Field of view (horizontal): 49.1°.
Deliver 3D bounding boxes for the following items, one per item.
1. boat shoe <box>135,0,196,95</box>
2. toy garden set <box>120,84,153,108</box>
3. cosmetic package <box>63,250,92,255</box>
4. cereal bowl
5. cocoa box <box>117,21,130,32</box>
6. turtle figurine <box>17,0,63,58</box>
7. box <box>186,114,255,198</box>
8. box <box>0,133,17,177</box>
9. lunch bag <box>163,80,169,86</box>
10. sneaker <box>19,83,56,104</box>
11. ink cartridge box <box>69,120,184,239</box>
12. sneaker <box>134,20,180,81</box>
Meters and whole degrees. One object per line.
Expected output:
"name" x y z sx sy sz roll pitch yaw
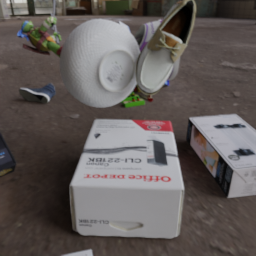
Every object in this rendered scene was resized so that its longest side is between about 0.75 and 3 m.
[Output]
"boat shoe" 0.854 -1.906 6.441 0.882 2.360 0.807 23 -7 -8
"toy garden set" 0.278 -1.556 12.397 1.661 0.398 1.992 -11 29 -20
"cosmetic package" -1.025 2.693 4.132 1.231 0.422 1.633 -5 27 -15
"cereal bowl" -0.489 -1.465 6.777 2.150 2.150 0.895 -19 32 -32
"cocoa box" -0.470 -3.974 12.208 1.041 0.694 0.683 -29 -20 31
"turtle figurine" -1.797 -2.378 7.203 1.162 1.566 1.615 -28 20 52
"box" 2.865 0.604 7.706 1.638 0.844 2.808 -5 28 -9
"box" -4.342 0.493 6.941 2.253 0.560 2.236 -23 74 -37
"lunch bag" 0.574 -2.625 12.864 2.121 1.325 2.818 13 17 22
"sneaker" -3.873 -1.583 12.176 1.455 0.553 1.051 16 40 9
"ink cartridge box" 0.034 0.966 6.563 2.143 1.244 2.970 1 27 3
"sneaker" 0.835 -2.384 8.854 1.564 2.742 0.994 -8 66 -2
